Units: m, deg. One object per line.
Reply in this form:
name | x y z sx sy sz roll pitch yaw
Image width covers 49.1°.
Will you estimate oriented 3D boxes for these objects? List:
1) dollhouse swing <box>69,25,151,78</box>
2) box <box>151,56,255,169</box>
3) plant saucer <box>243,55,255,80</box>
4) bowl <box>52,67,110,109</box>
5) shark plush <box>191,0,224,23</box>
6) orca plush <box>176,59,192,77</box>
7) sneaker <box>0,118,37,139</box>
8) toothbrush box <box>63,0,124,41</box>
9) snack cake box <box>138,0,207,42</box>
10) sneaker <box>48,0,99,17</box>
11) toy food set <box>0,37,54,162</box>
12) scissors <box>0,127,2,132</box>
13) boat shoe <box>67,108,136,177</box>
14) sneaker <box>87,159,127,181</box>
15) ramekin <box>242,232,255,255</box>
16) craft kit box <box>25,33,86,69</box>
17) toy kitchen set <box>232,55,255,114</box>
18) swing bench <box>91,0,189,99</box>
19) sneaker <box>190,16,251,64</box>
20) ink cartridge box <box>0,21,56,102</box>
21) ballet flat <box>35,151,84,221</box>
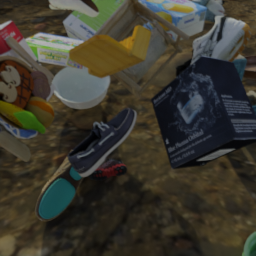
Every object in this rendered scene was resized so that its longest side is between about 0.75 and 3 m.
dollhouse swing | -0.431 -1.784 5.915 1.293 1.137 1.175 -13 53 40
box | 1.446 -0.225 5.507 0.967 1.619 1.646 0 65 -34
plant saucer | 4.584 -1.985 9.261 2.364 0.407 2.364 -5 26 2
bowl | -1.669 -1.399 10.425 2.118 0.952 2.118 -2 52 3
shark plush | 2.404 -4.163 10.132 2.178 0.907 0.990 8 9 32
orca plush | 2.636 -2.255 11.516 1.517 1.025 2.883 6 41 7
sneaker | -2.442 -0.163 5.961 1.145 0.441 0.433 35 44 -19
toothbrush box | -1.103 -4.189 10.986 1.669 0.987 2.293 37 77 11
snack cake box | 1.223 -3.987 9.697 1.462 0.854 2.542 -30 53 -28
sneaker | -1.748 -3.637 8.068 1.864 0.789 0.679 31 36 -10
toy food set | -2.147 -0.732 5.814 0.496 1.705 2.470 -15 51 25
scissors | -3.980 -0.942 7.051 1.045 0.199 2.858 -26 78 4
boat shoe | -0.437 0.134 4.915 1.543 0.484 0.560 -50 28 -19
sneaker | -0.622 1.167 7.973 1.131 0.400 0.552 -11 34 -8
ramekin | 3.012 2.877 5.709 1.412 0.689 1.412 0 40 0
craft kit box | -2.068 -2.399 8.581 1.988 0.482 1.963 10 25 0
toy kitchen set | 4.266 -1.186 8.847 2.981 2.388 1.756 -9 40 -9
swing bench | 0.222 -2.284 7.877 2.036 1.321 2.025 43 89 3
sneaker | 2.114 -1.848 7.767 1.153 0.995 2.630 43 99 29
ink cartridge box | -3.010 -1.368 6.984 1.464 1.994 0.827 -15 35 19
ballet flat | -1.692 1.415 7.460 0.768 0.829 2.352 -11 33 46
